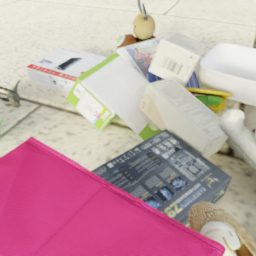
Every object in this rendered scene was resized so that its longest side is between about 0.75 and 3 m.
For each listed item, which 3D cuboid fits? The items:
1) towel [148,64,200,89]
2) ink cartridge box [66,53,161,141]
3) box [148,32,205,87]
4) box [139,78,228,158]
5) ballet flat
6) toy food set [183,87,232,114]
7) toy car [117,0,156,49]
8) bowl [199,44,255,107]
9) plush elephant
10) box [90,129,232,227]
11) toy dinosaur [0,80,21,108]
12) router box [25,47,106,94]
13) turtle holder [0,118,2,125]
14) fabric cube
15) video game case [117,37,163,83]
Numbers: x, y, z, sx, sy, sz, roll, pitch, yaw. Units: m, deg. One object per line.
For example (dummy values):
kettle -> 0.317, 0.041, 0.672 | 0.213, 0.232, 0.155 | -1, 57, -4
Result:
towel -> 1.637, -1.800, 10.225 | 1.865, 0.222, 1.350 | 7, 45, -8
ink cartridge box -> -0.091, -0.665, 8.537 | 2.840, 1.076, 2.099 | 44, 47, 0
box -> 1.723, -2.406, 9.431 | 1.292, 1.058, 2.721 | 27, 29, 7
box -> 1.471, -0.263, 7.489 | 1.089, 0.891, 2.293 | -18, 54, -37
ballet flat -> 1.681, 2.086, 4.230 | 0.839, 0.777, 2.381 | -43, 54, 7
toy food set -> 2.106, -0.855, 8.952 | 2.292, 0.749, 1.348 | 7, 5, -3
toy car -> 0.421, -4.147, 11.810 | 1.832, 2.323, 1.908 | -5, 38, -8
bowl -> 4.095, -1.816, 9.768 | 2.952, 1.102, 2.947 | 20, 41, 23
plush elephant -> 3.686, 0.197, 6.211 | 2.162, 2.300, 2.793 | -43, 63, 8
box -> 0.624, 1.273, 6.146 | 2.615, 0.667, 2.062 | -28, 50, -31
toy dinosaur -> -4.078, -1.141, 9.518 | 0.837, 0.451, 1.899 | 1, 36, -22
router box -> -2.222, -2.237, 10.753 | 2.443, 0.597, 2.193 | 18, 42, 21
turtle holder -> -4.464, -0.227, 7.269 | 1.862, 1.740, 2.450 | -23, 43, -27
fabric cube -> -1.038, 2.380, 3.069 | 2.895, 2.840, 2.886 | 23, 42, 28
video game case -> 0.950, -2.633, 10.953 | 2.154, 0.247, 1.962 | -22, 65, -22
